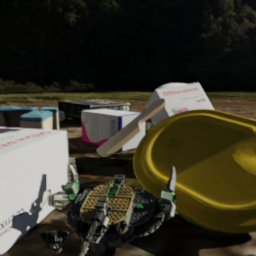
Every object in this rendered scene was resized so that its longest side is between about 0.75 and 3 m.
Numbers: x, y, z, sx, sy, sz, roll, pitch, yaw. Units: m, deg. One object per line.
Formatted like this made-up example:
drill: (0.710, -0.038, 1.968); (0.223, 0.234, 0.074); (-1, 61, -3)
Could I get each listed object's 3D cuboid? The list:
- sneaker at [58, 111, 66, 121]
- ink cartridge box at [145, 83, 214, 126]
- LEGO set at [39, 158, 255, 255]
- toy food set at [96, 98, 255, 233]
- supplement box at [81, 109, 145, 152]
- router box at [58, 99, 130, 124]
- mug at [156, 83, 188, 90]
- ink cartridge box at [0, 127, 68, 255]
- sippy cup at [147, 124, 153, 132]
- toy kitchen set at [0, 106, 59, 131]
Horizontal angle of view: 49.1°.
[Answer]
sneaker: (-3.350, -0.404, 12.186); (1.230, 0.464, 0.708); (-5, 17, 17)
ink cartridge box: (1.259, -0.083, 6.013); (1.187, 1.642, 0.695); (-12, -26, -24)
LEGO set: (-0.008, 1.115, 2.926); (1.655, 0.722, 2.548); (-14, 28, -14)
toy food set: (1.041, 0.593, 4.091); (1.662, 0.923, 2.825); (-44, 41, -20)
supplement box: (-0.474, 0.002, 8.051); (0.961, 0.941, 1.860); (-9, 13, -42)
router box: (-1.587, -0.749, 12.566); (2.083, 0.864, 2.780); (-9, 14, -40)
mug: (1.348, -0.750, 9.143); (1.282, 1.462, 1.080); (-5, 43, -40)
ink cartridge box: (-2.391, 0.635, 3.953); (2.605, 1.079, 1.899); (2, 10, 14)
sippy cup: (1.028, 0.142, 8.458); (0.801, 0.629, 0.587); (-23, 24, -4)
toy kitchen set: (-3.666, -0.423, 8.143); (2.960, 1.744, 2.372); (-1, 10, -3)
